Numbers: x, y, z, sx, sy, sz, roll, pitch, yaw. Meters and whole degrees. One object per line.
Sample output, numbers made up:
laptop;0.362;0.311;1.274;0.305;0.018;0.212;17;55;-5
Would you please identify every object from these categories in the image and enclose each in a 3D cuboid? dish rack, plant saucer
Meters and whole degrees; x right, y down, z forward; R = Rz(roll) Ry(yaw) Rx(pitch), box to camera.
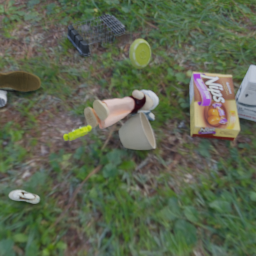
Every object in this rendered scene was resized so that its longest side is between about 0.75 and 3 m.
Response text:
dish rack;-1.542;-4.731;13.914;2.607;0.711;2.000;-26;60;-20
plant saucer;0.543;-2.983;11.323;0.184;1.182;1.182;16;51;46

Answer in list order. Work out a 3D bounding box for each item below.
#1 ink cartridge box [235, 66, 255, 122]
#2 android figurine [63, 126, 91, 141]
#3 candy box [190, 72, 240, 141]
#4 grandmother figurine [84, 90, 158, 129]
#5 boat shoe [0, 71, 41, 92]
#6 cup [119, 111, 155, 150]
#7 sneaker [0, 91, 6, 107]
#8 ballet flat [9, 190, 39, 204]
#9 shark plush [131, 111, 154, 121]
ink cartridge box;4.967;-1.172;10.528;1.525;2.081;0.864;15;59;11
android figurine;-1.411;0.151;7.836;0.816;0.896;0.184;-22;84;-12
candy box;3.348;-0.915;11.121;1.653;0.800;2.832;6;56;3
grandmother figurine;-0.063;-0.697;9.479;2.978;1.806;0.902;-19;90;-44
boat shoe;-4.914;-1.964;11.847;2.323;0.753;0.850;2;94;-18
cup;0.266;0.234;10.105;1.007;1.408;1.408;-21;54;14
sneaker;-5.965;-1.234;11.526;1.949;0.728;0.799;2;40;-8
ballet flat;-3.429;2.218;9.195;1.064;0.332;0.359;8;55;6
shark plush;0.580;-0.490;11.082;0.912;0.415;0.380;2;94;-9
